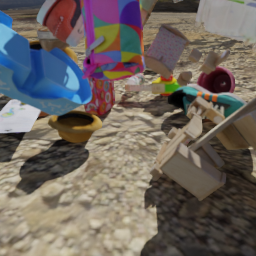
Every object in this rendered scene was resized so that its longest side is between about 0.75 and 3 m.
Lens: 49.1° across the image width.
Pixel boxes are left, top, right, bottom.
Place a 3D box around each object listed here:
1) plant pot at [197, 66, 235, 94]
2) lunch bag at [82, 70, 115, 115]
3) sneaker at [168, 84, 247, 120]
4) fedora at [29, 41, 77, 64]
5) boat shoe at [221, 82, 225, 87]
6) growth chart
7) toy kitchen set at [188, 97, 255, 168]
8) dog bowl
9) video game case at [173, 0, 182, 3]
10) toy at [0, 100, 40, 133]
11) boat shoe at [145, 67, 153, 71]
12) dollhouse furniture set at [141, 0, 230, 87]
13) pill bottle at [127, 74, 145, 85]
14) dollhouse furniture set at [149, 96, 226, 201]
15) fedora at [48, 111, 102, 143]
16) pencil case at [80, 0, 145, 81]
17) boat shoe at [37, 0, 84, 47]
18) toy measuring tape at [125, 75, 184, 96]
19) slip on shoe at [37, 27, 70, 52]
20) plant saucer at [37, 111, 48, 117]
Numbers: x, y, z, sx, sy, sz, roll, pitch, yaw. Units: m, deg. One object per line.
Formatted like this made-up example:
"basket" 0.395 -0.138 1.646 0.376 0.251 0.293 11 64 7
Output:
"plant pot" 3.309 -1.574 10.152 1.272 1.272 1.139 20 18 33
"lunch bag" -0.904 -1.307 9.115 0.649 1.584 1.395 7 28 23
"sneaker" 2.337 -0.607 8.563 1.080 0.965 2.703 -23 31 -26
"fedora" -3.511 -2.550 11.701 2.910 1.187 2.910 6 43 -6
"boat shoe" 3.706 -1.828 11.373 0.462 0.416 1.306 1 27 2
"growth chart" 2.822 -3.039 7.459 2.045 1.480 0.181 23 45 6
"toy kitchen set" 2.706 0.913 5.661 2.333 2.580 2.860 -36 -8 2
"dog bowl" -1.741 -1.033 4.865 2.492 0.618 1.389 26 35 -45
"video game case" 1.456 -3.134 6.117 1.129 0.102 0.808 -9 -7 23
"toy" -3.185 -0.261 8.249 1.162 0.476 2.018 -2 34 -1
"boat shoe" 1.426 -3.176 13.929 1.459 0.473 0.525 -19 33 -32
"dollhouse furniture set" 0.802 -1.423 4.788 1.694 0.750 0.878 32 70 -5
"pill bottle" 0.311 -1.903 11.446 0.485 0.485 0.838 12 29 23
"dollhouse furniture set" 1.472 0.460 6.350 1.061 1.242 2.397 36 40 -1
"fedora" -1.440 0.006 7.633 1.433 0.584 1.433 7 26 -3
"pencil case" -0.261 -1.790 4.103 0.989 2.238 0.989 -3 -5 0
"boat shoe" -0.795 -2.859 6.350 0.933 1.062 2.984 37 50 -7
"toy measuring tape" 1.028 -1.641 10.677 2.248 0.827 0.827 1 27 7
"slip on shoe" -1.872 -3.052 8.996 0.968 0.771 2.547 10 36 21
"plant saucer" -3.053 -0.744 9.500 1.332 0.215 1.332 0 27 0
